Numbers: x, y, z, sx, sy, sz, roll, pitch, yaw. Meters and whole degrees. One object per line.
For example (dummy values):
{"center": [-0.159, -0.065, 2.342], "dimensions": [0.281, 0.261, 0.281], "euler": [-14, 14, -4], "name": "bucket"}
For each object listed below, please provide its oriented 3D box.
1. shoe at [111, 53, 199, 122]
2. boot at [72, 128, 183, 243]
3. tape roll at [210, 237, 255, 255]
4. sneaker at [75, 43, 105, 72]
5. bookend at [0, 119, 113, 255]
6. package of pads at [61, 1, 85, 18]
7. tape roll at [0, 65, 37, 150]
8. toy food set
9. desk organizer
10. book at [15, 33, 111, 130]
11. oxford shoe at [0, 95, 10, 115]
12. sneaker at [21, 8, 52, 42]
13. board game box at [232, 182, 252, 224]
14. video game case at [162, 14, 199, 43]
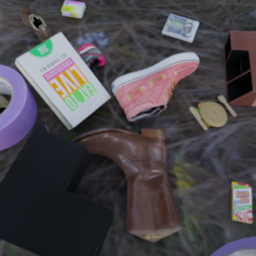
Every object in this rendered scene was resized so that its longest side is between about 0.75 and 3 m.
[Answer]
{"center": [1.074, -1.243, 8.762], "dimensions": [2.972, 1.062, 1.352], "euler": [-22, 72, -10], "name": "shoe"}
{"center": [-0.102, 1.506, 7.413], "dimensions": [2.774, 0.956, 2.976], "euler": [-4, 67, -3], "name": "boot"}
{"center": [2.472, 3.336, 5.620], "dimensions": [2.200, 2.200, 0.935], "euler": [-35, 95, -16], "name": "tape roll"}
{"center": [-1.729, -1.971, 9.170], "dimensions": [0.807, 0.871, 2.162], "euler": [42, 70, 17], "name": "sneaker"}
{"center": [-1.494, 1.729, 7.010], "dimensions": [2.930, 1.358, 2.948], "euler": [19, 63, 7], "name": "bookend"}
{"center": [-2.125, -4.574, 10.817], "dimensions": [0.814, 0.278, 0.629], "euler": [10, 63, 5], "name": "package of pads"}
{"center": [-4.106, -0.610, 8.375], "dimensions": [2.466, 1.048, 2.466], "euler": [0, 62, 0], "name": "tape roll"}
{"center": [2.611, -0.428, 8.728], "dimensions": [1.417, 0.284, 0.978], "euler": [-21, 67, -24], "name": "toy food set"}
{"center": [3.779, -1.968, 9.160], "dimensions": [0.965, 0.899, 2.507], "euler": [4, 63, 5], "name": "desk organizer"}
{"center": [-1.896, -1.407, 8.450], "dimensions": [1.648, 0.593, 2.467], "euler": [-43, 100, -24], "name": "book"}
{"center": [-3.885, -0.636, 8.674], "dimensions": [0.495, 0.525, 1.405], "euler": [-35, 68, -16], "name": "oxford shoe"}
{"center": [-3.397, -3.982, 10.274], "dimensions": [0.660, 0.707, 1.873], "euler": [-35, 69, -16], "name": "sneaker"}
{"center": [3.065, 1.996, 7.561], "dimensions": [0.505, 0.158, 1.057], "euler": [10, 61, 2], "name": "board game box"}
{"center": [1.953, -3.720, 10.419], "dimensions": [1.148, 0.134, 1.044], "euler": [20, 62, 8], "name": "video game case"}
